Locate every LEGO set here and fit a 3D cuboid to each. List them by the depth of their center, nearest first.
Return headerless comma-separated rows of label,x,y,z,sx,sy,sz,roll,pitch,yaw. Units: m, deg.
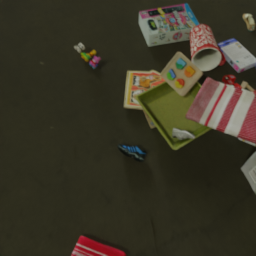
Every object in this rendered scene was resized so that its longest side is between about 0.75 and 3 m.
LEGO set,-1.695,-3.286,12.714,0.641,0.595,1.561,-42,66,-4

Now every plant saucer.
plant saucer,2.006,-0.649,10.932,2.621,0.628,2.625,-28,69,-17

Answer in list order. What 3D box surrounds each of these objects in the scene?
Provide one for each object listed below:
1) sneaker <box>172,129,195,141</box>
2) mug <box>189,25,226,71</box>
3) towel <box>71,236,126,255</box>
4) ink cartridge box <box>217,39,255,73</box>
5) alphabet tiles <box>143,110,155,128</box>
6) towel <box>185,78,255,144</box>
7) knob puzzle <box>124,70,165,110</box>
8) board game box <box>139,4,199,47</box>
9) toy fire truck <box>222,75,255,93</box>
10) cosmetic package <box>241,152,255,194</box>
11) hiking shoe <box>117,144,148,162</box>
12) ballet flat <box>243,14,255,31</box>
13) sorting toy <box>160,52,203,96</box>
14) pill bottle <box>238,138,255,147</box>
sneaker,2.017,0.310,10.261,0.972,0.363,0.398,15,87,50
mug,3.497,-3.579,12.784,1.272,1.693,1.907,-23,47,28
towel,-1.150,4.452,8.075,1.609,0.250,2.225,18,60,12
ink cartridge box,4.997,-3.368,12.945,1.040,0.366,1.744,-23,63,-14
alphabet tiles,1.402,-1.022,11.633,1.721,0.078,2.059,-15,59,-9
towel,3.852,-0.652,10.157,2.946,0.335,2.122,22,61,21
knob puzzle,1.008,-1.641,11.772,2.478,0.344,2.478,0,57,0
board game box,1.968,-5.064,13.759,2.519,0.810,1.858,-12,59,-8
toy fire truck,4.759,-1.700,11.848,1.031,0.356,1.462,-13,57,-10
cosmetic package,5.445,1.236,9.428,2.628,1.404,1.185,-15,59,-11
hiking shoe,0.138,0.837,10.263,1.092,0.406,0.473,28,68,5
ballet flat,6.188,-5.480,14.234,0.459,0.425,1.303,-4,58,-4
sorting toy,1.994,-2.050,10.702,1.296,1.200,0.236,47,27,16
pill bottle,4.696,0.146,10.345,1.758,0.985,0.985,25,61,15
